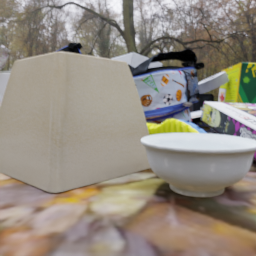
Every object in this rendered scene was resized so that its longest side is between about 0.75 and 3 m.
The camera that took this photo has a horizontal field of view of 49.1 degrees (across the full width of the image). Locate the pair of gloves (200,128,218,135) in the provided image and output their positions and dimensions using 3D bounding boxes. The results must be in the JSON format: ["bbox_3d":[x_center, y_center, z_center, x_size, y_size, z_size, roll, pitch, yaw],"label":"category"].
[{"bbox_3d":[1.965,0.264,6.006,2.264,0.314,2.541,-7,7,-35],"label":"pair of gloves"}]

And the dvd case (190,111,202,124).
[{"bbox_3d":[2.458,-0.392,10.258,2.595,0.228,1.851,-11,6,7],"label":"dvd case"}]

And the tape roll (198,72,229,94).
[{"bbox_3d":[3.304,-1.772,11.020,1.223,0.404,1.223,-25,5,2],"label":"tape roll"}]

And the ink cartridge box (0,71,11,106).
[{"bbox_3d":[-5.111,-1.070,10.699,2.781,2.041,1.153,5,9,43],"label":"ink cartridge box"}]

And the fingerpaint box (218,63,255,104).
[{"bbox_3d":[4.399,-1.241,11.082,1.003,2.281,2.734,5,5,4],"label":"fingerpaint box"}]

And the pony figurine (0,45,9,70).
[{"bbox_3d":[-4.923,-2.112,9.282,1.451,1.682,1.742,-6,37,-44],"label":"pony figurine"}]

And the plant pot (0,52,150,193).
[{"bbox_3d":[-0.812,-0.191,4.094,1.783,1.579,1.781,6,8,43],"label":"plant pot"}]

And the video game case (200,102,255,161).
[{"bbox_3d":[2.956,0.036,4.836,2.652,0.475,2.404,2,17,-7],"label":"video game case"}]

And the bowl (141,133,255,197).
[{"bbox_3d":[0.769,0.404,3.125,1.264,0.568,1.264,0,5,0],"label":"bowl"}]

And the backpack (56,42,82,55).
[{"bbox_3d":[-2.184,-1.295,10.121,2.316,2.531,1.860,-22,-19,7],"label":"backpack"}]

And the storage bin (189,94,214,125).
[{"bbox_3d":[3.030,-0.765,11.611,0.863,1.276,0.598,0,4,-2],"label":"storage bin"}]

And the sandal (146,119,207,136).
[{"bbox_3d":[0.834,0.199,4.806,0.795,0.726,1.826,2,5,-25],"label":"sandal"}]

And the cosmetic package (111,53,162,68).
[{"bbox_3d":[-0.048,-1.854,13.528,1.732,2.818,2.809,10,0,-30],"label":"cosmetic package"}]

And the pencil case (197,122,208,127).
[{"bbox_3d":[3.005,-0.205,10.588,0.357,0.398,0.915,-25,15,-24],"label":"pencil case"}]

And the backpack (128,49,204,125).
[{"bbox_3d":[0.457,-0.838,7.747,2.831,2.181,2.697,-10,0,34],"label":"backpack"}]
